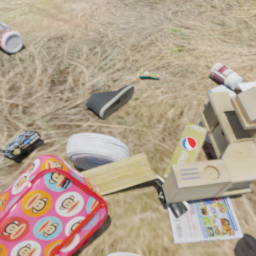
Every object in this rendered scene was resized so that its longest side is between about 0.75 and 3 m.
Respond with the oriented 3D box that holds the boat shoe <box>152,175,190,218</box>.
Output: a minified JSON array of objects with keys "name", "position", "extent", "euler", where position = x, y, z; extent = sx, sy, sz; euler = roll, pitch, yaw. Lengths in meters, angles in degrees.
[{"name":"boat shoe","position":[1.044,1.803,7.616],"extent":[0.468,0.497,1.385],"euler":[-40,56,-6]}]

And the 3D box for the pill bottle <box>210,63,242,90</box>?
[{"name":"pill bottle","position":[3.987,-2.094,11.426],"extent":[0.671,0.671,1.175],"euler":[-25,51,-22]}]

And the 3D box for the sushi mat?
[{"name":"sushi mat","position":[-0.362,1.319,7.539],"extent":[2.088,0.999,0.126],"euler":[-19,36,8]}]

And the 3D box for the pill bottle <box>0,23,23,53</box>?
[{"name":"pill bottle","position":[-5.922,-4.353,13.307],"extent":[1.807,1.047,1.047],"euler":[35,55,27]}]

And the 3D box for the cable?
[{"name":"cable","position":[-0.860,0.758,7.837],"extent":[1.776,1.776,0.615],"euler":[16,62,-16]}]

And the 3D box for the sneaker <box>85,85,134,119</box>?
[{"name":"sneaker","position":[-0.665,-1.214,10.545],"extent":[1.014,0.714,1.908],"euler":[34,56,25]}]

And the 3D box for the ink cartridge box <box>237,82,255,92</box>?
[{"name":"ink cartridge box","position":[5.384,-1.062,10.573],"extent":[2.000,0.434,1.981],"euler":[-5,45,-8]}]

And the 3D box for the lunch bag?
[{"name":"lunch bag","position":[-1.802,2.131,6.188],"extent":[2.626,2.313,1.076],"euler":[-46,32,-2]}]

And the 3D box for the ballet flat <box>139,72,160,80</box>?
[{"name":"ballet flat","position":[0.887,-2.205,11.771],"extent":[0.885,0.313,0.313],"euler":[5,46,-1]}]

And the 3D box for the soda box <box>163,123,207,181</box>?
[{"name":"soda box","position":[1.693,0.844,8.283],"extent":[0.620,0.656,1.937],"euler":[21,67,20]}]

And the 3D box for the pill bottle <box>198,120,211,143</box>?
[{"name":"pill bottle","position":[3.218,-0.154,9.437],"extent":[1.542,0.874,0.874],"euler":[-24,51,-21]}]

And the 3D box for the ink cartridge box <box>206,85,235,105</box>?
[{"name":"ink cartridge box","position":[3.319,-0.944,10.171],"extent":[0.649,0.897,0.661],"euler":[-23,50,-23]}]

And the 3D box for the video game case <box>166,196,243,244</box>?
[{"name":"video game case","position":[1.986,2.391,7.500],"extent":[1.762,0.159,1.262],"euler":[-3,46,-3]}]

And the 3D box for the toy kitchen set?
[{"name":"toy kitchen set","position":[2.077,0.119,7.177],"extent":[2.453,2.218,2.719],"euler":[-4,56,-12]}]

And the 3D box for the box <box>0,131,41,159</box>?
[{"name":"box","position":[-3.464,0.501,8.964],"extent":[0.883,0.256,1.111],"euler":[0,36,45]}]

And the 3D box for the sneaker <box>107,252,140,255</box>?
[{"name":"sneaker","position":[0.699,3.341,5.883],"extent":[2.948,1.191,1.128],"euler":[15,50,15]}]
